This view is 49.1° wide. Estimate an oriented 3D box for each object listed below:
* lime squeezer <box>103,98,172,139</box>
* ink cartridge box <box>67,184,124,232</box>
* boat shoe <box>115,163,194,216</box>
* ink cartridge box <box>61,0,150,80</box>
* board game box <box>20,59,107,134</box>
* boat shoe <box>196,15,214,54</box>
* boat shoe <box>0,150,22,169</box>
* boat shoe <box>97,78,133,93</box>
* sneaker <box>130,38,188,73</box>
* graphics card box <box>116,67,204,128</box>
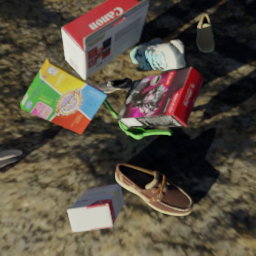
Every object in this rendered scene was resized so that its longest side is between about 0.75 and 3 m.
[{"bbox_3d":[0.121,-0.100,9.002,2.453,0.866,0.463,28,56,1],"label":"lime squeezer"},{"bbox_3d":[-0.663,1.752,6.253,0.901,1.242,0.518,-12,95,12],"label":"ink cartridge box"},{"bbox_3d":[0.744,1.706,8.117,2.502,0.901,0.903,28,66,14],"label":"boat shoe"},{"bbox_3d":[-0.731,-3.140,8.987,2.618,2.299,1.098,-39,81,-18],"label":"ink cartridge box"},{"bbox_3d":[-1.697,-0.773,7.541,1.400,1.830,0.369,-55,36,12],"label":"board game box"},{"bbox_3d":[2.576,-3.184,9.371,0.569,0.605,1.589,-1,54,2],"label":"boat shoe"},{"bbox_3d":[-4.276,1.242,8.657,2.087,0.758,0.655,-18,106,-15],"label":"boat shoe"},{"bbox_3d":[-0.489,-1.482,9.316,1.296,0.407,0.471,-2,64,20],"label":"boat shoe"},{"bbox_3d":[0.910,-2.162,8.997,1.223,1.100,2.833,-20,23,-11],"label":"sneaker"},{"bbox_3d":[0.831,-0.795,8.122,0.625,2.458,1.542,35,69,-31],"label":"graphics card box"}]
